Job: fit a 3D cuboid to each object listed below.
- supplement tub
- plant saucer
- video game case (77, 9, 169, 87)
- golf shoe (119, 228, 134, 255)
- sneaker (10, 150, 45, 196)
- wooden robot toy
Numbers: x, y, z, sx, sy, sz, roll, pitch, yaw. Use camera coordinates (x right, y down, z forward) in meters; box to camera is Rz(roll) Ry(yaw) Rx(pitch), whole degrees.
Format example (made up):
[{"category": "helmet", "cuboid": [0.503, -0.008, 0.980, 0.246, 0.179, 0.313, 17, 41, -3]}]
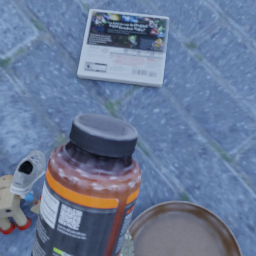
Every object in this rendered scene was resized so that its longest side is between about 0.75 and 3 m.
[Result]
[{"category": "supplement tub", "cuboid": [-0.516, 0.980, 3.609, 1.189, 1.189, 2.223, 17, 107, 4]}, {"category": "plant saucer", "cuboid": [1.095, 2.960, 6.059, 2.680, 0.430, 2.680, 0, 76, 0]}, {"category": "video game case", "cuboid": [-0.095, -2.163, 7.501, 2.210, 0.258, 2.009, 7, 76, 3]}, {"category": "golf shoe", "cuboid": [-0.719, 2.155, 6.006, 1.094, 0.881, 2.250, -46, 59, 22]}, {"category": "sneaker", "cuboid": [-1.768, 0.716, 5.155, 0.432, 1.156, 0.474, 16, 116, -8]}, {"category": "wooden robot toy", "cuboid": [-2.830, 1.641, 6.333, 2.513, 1.107, 1.140, -12, 40, -3]}]
